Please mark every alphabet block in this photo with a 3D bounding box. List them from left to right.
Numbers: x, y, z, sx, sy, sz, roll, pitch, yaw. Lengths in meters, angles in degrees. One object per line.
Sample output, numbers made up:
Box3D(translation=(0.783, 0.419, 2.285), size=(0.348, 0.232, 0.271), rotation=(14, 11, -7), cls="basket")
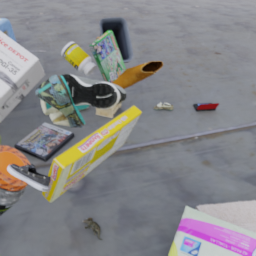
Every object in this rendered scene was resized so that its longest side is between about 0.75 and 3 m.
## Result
Box3D(translation=(-6.750, -2.939, 12.203), size=(2.949, 2.896, 2.881), rotation=(5, 38, 10), cls="alphabet block")

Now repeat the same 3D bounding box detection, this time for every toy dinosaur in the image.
Box3D(translation=(-0.934, 2.728, 7.723), size=(0.800, 0.308, 0.409), rotation=(32, 13, 17), cls="toy dinosaur")

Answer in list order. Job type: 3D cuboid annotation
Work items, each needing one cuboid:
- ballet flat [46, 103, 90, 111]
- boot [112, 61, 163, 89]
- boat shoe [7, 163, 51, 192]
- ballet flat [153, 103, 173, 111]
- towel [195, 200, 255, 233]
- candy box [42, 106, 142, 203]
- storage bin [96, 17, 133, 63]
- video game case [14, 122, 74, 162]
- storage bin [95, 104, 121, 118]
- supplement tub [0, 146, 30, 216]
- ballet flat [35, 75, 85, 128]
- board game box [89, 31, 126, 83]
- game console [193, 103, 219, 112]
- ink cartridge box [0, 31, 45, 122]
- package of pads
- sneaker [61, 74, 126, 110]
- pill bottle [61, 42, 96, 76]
Box3D(translation=(-2.770, -1.119, 12.551), size=(2.112, 0.799, 0.675), rotation=(-4, 13, -11), cls="ballet flat")
Box3D(translation=(0.221, -2.032, 10.584), size=(2.053, 0.722, 1.470), rotation=(-25, 7, -14), cls="boot")
Box3D(translation=(-1.480, 0.676, 4.210), size=(0.803, 0.281, 0.266), rotation=(21, 85, 29), cls="boat shoe")
Box3D(translation=(1.601, -0.986, 12.636), size=(0.896, 0.337, 0.304), rotation=(4, 38, 5), cls="ballet flat")
Box3D(translation=(3.206, 2.754, 7.521), size=(2.641, 0.455, 1.750), rotation=(-5, 41, -6), cls="towel")
Box3D(translation=(-0.789, 0.544, 6.805), size=(0.374, 1.449, 2.835), rotation=(42, 44, 11), cls="candy box")
Box3D(translation=(-0.630, -3.082, 10.594), size=(1.235, 1.698, 1.140), rotation=(-10, -5, -16), cls="storage bin")
Box3D(translation=(-3.191, 0.491, 10.778), size=(1.523, 0.215, 1.685), rotation=(19, 41, 22), cls="video game case")
Box3D(translation=(-0.870, -0.912, 12.477), size=(0.896, 0.423, 0.903), rotation=(14, 39, 16), cls="storage bin")
Box3D(translation=(-2.692, 1.192, 5.185), size=(1.807, 1.107, 1.107), rotation=(-38, 35, 17), cls="supplement tub")
Box3D(translation=(-1.495, -0.444, 6.189), size=(0.773, 2.081, 0.773), rotation=(-2, 66, 4), cls="ballet flat")
Box3D(translation=(-0.560, -2.023, 8.168), size=(0.188, 1.291, 0.869), rotation=(12, 48, 38), cls="board game box")
Box3D(translation=(3.482, -1.056, 12.560), size=(0.918, 0.545, 0.791), rotation=(-3, 37, -5), cls="game console")
Box3D(translation=(-4.514, -1.588, 9.114), size=(2.103, 1.188, 2.870), rotation=(36, 74, 5), cls="ink cartridge box")
Box3D(translation=(1.829, 3.381, 5.992), size=(2.162, 0.954, 2.798), rotation=(17, 54, 21), cls="package of pads")
Box3D(translation=(-1.122, -1.027, 8.176), size=(2.352, 0.869, 0.933), rotation=(16, 15, 28), cls="sneaker")
Box3D(translation=(-1.933, -2.697, 11.066), size=(1.319, 0.742, 0.742), rotation=(42, 46, 0), cls="pill bottle")
